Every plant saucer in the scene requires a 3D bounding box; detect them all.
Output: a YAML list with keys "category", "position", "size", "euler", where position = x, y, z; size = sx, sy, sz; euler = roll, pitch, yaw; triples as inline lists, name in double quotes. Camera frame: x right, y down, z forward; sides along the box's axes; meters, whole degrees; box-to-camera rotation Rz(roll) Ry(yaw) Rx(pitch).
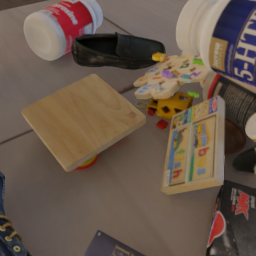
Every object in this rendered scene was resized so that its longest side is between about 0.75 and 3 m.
- category: "plant saucer"
  position: [2.015, 0.188, 6.791]
  size: [1.571, 0.287, 1.571]
  euler: [4, 39, -3]

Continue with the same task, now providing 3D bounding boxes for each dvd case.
- category: "dvd case"
  position: [-0.004, 2.373, 4.074]
  size: [1.660, 0.133, 1.234]
  euler: [26, 38, 8]

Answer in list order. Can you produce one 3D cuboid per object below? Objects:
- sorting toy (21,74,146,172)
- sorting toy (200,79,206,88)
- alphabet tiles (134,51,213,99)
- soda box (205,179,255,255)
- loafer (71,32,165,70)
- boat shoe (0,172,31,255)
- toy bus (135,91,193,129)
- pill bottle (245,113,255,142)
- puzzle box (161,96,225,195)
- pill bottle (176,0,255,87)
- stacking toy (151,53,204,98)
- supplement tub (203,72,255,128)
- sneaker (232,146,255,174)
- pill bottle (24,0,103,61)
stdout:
- category: "sorting toy"
  position: [-1.055, -0.098, 6.756]
  size: [2.132, 0.746, 2.145]
  euler: [-32, 55, -23]
- category: "sorting toy"
  position: [2.684, -1.680, 8.745]
  size: [1.095, 0.585, 0.986]
  euler: [-9, 26, -10]
- category: "alphabet tiles"
  position: [1.433, -1.601, 7.599]
  size: [2.707, 0.198, 2.648]
  euler: [-43, 27, -25]
- category: "soda box"
  position: [1.770, 1.936, 4.785]
  size: [0.736, 0.659, 2.080]
  euler: [15, 44, 15]
- category: "loafer"
  position: [-0.240, -2.328, 8.330]
  size: [2.844, 0.998, 0.966]
  euler: [-2, 71, -8]
- category: "boat shoe"
  position: [-2.204, 1.880, 4.707]
  size: [1.283, 1.000, 2.826]
  euler: [-1, 51, -2]
- category: "toy bus"
  position: [1.039, -0.705, 7.495]
  size: [1.387, 0.717, 1.309]
  euler: [-14, 46, -15]
- category: "pill bottle"
  position: [2.899, 0.176, 5.471]
  size: [1.112, 0.647, 0.647]
  euler: [32, 40, -21]
- category: "puzzle box"
  position: [1.366, 0.355, 5.824]
  size: [0.251, 1.313, 1.974]
  euler: [35, 51, -28]
- category: "pill bottle"
  position: [2.308, -1.680, 5.324]
  size: [1.576, 1.576, 2.634]
  euler: [-34, 48, -30]
- category: "stacking toy"
  position: [1.103, -1.167, 6.351]
  size: [1.186, 0.894, 0.279]
  euler: [13, 40, 13]
- category: "supplement tub"
  position: [3.163, -0.754, 6.906]
  size: [1.589, 1.589, 2.265]
  euler: [-29, 52, -27]
- category: "sneaker"
  position: [3.146, 0.817, 5.977]
  size: [1.721, 0.638, 0.762]
  euler: [-4, 42, -4]
- category: "pill bottle"
  position: [-2.115, -3.583, 9.776]
  size: [1.532, 1.532, 2.730]
  euler: [22, 46, 21]
